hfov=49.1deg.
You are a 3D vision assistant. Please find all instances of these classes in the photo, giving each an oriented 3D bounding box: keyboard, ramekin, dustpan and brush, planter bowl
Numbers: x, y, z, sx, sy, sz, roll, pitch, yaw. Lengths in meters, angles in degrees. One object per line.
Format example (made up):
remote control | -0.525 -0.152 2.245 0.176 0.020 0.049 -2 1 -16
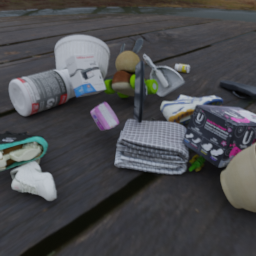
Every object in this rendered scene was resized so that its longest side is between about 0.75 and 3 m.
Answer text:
keyboard | -3.978 0.551 9.637 2.402 0.476 1.250 3 24 19
ramekin | -2.307 -3.217 14.078 2.771 2.771 1.454 -1 71 -2
dustpan and brush | 1.416 -2.551 13.010 1.494 2.141 0.613 -31 5 37
planter bowl | 3.122 1.389 7.133 1.165 1.730 1.730 -30 13 34

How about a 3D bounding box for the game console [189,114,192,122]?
game console | 2.415 0.098 9.699 0.914 1.071 0.633 -13 29 -40

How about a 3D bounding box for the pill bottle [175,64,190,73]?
pill bottle | 3.254 -3.584 16.876 0.812 0.464 0.464 15 33 24

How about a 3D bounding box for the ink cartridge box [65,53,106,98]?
ink cartridge box | -1.788 -2.222 11.760 0.692 1.644 1.189 -16 3 44

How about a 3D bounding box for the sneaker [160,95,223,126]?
sneaker | 2.629 -0.978 11.539 2.761 1.039 1.217 -14 48 -25

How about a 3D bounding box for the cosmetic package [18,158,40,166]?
cosmetic package | -3.313 0.934 8.746 0.997 0.524 0.354 6 55 -3

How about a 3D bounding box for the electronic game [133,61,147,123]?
electronic game | 0.405 -1.172 9.194 0.422 2.027 2.027 2 30 1

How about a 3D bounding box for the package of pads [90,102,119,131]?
package of pads | -0.842 -0.363 9.740 0.543 0.865 1.435 -31 5 -13

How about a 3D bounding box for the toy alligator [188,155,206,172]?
toy alligator | 2.299 1.005 8.836 1.297 0.352 0.384 -30 85 -47

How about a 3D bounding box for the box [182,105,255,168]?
box | 3.072 0.178 8.357 2.311 1.326 1.527 -1 25 -36

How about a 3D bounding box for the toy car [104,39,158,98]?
toy car | 0.125 -2.714 12.648 1.982 2.412 1.903 -2 -6 39

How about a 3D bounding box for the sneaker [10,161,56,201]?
sneaker | -2.638 1.565 7.647 0.924 0.724 1.859 -18 25 -37

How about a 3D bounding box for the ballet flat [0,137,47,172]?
ballet flat | -3.357 0.804 7.937 2.215 0.746 0.780 -21 15 -24

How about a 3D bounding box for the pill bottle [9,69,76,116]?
pill bottle | -3.601 -1.662 12.387 1.574 1.574 2.764 25 37 36

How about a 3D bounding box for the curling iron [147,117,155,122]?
curling iron | 1.192 0.014 10.754 0.372 0.192 1.501 -50 42 4

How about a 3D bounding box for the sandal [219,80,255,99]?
sandal | 5.583 -1.850 13.904 1.015 0.572 2.671 -1 20 -16

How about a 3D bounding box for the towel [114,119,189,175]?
towel | 0.786 0.487 9.101 2.297 0.983 1.902 9 30 4
